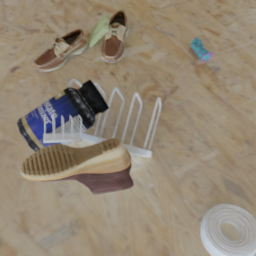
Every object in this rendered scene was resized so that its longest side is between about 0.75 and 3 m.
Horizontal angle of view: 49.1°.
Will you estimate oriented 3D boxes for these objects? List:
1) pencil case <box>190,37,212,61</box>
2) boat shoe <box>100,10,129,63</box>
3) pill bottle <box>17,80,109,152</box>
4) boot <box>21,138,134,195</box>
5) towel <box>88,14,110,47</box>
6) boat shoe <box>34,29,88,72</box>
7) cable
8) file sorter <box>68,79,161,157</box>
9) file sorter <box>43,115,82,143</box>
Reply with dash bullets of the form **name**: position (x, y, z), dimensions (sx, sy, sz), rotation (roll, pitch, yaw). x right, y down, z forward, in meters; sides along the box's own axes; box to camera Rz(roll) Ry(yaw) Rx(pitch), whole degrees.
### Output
- **pencil case**: position (2.969, -3.206, 11.443), dimensions (0.494, 0.455, 1.069), rotation (-28, 57, 9)
- **boat shoe**: position (-0.571, -3.814, 11.541), dimensions (1.045, 0.991, 2.761), rotation (5, 55, 4)
- **pill bottle**: position (-1.538, -0.272, 6.870), dimensions (2.030, 1.135, 1.135), rotation (-35, 61, -4)
- **boot**: position (-1.017, 1.134, 6.415), dimensions (2.308, 1.920, 0.835), rotation (-12, 50, -3)
- **towel**: position (-1.200, -4.042, 11.646), dimensions (0.248, 1.360, 1.009), rotation (24, 54, -31)
- **boat shoe**: position (-2.710, -3.154, 11.127), dimensions (0.956, 0.906, 2.524), rotation (35, 62, 22)
- **cable**: position (2.610, 2.683, 7.184), dimensions (1.451, 0.502, 1.451), rotation (19, 51, 14)
- **file sorter**: position (-0.475, -0.259, 8.201), dimensions (2.636, 1.829, 1.641), rotation (14, 86, 10)
- **file sorter**: position (-1.428, 0.004, 6.070), dimensions (0.802, 0.499, 0.556), rotation (-2, 13, -17)
